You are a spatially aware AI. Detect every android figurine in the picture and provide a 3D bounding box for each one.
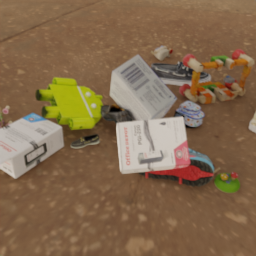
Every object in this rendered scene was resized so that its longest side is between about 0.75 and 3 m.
[{"bbox_3d":[-1.980,-0.897,10.385,2.640,0.542,2.403,-2,52,-37],"label":"android figurine"}]

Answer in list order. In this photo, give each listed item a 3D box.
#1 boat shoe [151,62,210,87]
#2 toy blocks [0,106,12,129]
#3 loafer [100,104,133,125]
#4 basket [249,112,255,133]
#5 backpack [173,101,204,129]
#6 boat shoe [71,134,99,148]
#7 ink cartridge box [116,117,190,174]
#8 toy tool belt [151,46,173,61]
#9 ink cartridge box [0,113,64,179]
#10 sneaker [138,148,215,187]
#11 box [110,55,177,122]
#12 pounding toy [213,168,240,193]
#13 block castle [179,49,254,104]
[{"bbox_3d":[2.494,-2.654,13.321,2.874,0.974,1.031,7,37,9],"label":"boat shoe"},{"bbox_3d":[-4.791,-0.286,10.190,0.899,0.840,0.757,0,31,-6],"label":"toy blocks"},{"bbox_3d":[-0.460,-0.570,9.848,0.658,0.653,1.808,-30,33,-26],"label":"loafer"},{"bbox_3d":[6.068,-0.498,9.692,2.864,1.767,1.941,27,44,31],"label":"basket"},{"bbox_3d":[2.346,-0.492,10.568,1.014,0.820,1.064,34,44,24],"label":"backpack"},{"bbox_3d":[-1.493,0.436,9.653,1.010,0.304,0.360,-13,38,-17],"label":"boat shoe"},{"bbox_3d":[0.468,0.353,5.594,1.343,0.570,0.978,-6,76,0],"label":"ink cartridge box"},{"bbox_3d":[1.890,-4.329,15.835,0.751,0.763,1.223,34,47,26],"label":"toy tool belt"},{"bbox_3d":[-3.456,0.603,8.797,1.465,0.857,2.526,23,37,26],"label":"ink cartridge box"},{"bbox_3d":[1.252,0.989,8.562,2.676,1.061,1.278,16,20,17],"label":"sneaker"},{"bbox_3d":[0.399,-1.031,9.249,1.063,2.027,1.864,-38,82,-14],"label":"box"},{"bbox_3d":[2.837,1.429,8.182,0.717,0.431,0.929,-23,42,-29],"label":"pounding toy"},{"bbox_3d":[3.675,-2.236,11.969,2.862,1.912,1.343,-9,36,-15],"label":"block castle"}]
